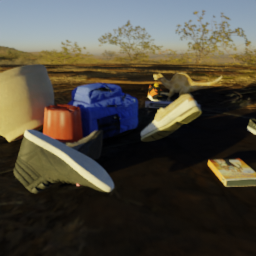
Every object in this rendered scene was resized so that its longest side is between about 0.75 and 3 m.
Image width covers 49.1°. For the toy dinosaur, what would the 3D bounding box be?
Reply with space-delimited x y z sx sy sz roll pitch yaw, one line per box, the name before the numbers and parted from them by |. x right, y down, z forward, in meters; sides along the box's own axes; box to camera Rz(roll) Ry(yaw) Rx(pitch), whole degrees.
toy dinosaur | 2.490 -1.687 12.311 2.980 1.507 0.867 8 33 14

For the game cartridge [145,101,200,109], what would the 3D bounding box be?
game cartridge | 1.844 -0.940 11.725 1.295 0.383 1.997 -7 11 -39

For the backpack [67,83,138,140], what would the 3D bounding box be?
backpack | -0.654 -0.530 8.628 2.006 1.683 1.630 -12 24 -37

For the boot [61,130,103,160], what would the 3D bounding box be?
boot | -1.440 0.468 6.784 1.349 0.715 2.050 7 16 11

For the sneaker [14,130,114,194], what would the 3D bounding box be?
sneaker | -1.279 0.915 5.329 2.007 0.996 0.710 28 6 10

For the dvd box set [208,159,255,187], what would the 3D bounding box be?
dvd box set | 2.318 0.964 6.168 0.785 0.158 1.073 -2 16 -2

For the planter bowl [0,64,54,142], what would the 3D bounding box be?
planter bowl | -3.139 -0.576 8.141 2.369 1.594 2.369 -27 4 2

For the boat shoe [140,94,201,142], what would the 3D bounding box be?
boat shoe | 1.038 -0.229 7.397 1.753 0.600 0.655 -30 -24 20

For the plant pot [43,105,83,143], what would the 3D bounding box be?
plant pot | -1.718 0.039 7.397 1.218 1.185 1.218 3 15 -1

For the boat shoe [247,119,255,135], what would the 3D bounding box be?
boat shoe | 4.290 0.050 8.887 0.471 0.389 1.373 -4 17 -15

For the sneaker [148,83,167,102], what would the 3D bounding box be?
sneaker | 1.486 -1.863 14.596 0.671 0.863 1.918 -4 17 -14
